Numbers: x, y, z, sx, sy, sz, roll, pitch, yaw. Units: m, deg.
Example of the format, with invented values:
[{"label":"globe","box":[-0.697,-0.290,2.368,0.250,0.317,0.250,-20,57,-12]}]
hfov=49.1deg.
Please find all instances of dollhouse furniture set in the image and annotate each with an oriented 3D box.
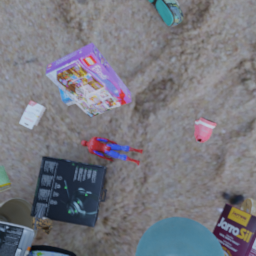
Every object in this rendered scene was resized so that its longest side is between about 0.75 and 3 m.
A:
[{"label":"dollhouse furniture set","box":[-3.421,1.329,6.815,1.013,0.508,0.664,-22,80,-31]}]

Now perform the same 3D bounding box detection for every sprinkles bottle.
[{"label":"sprinkles bottle","box":[5.418,3.383,9.821,2.783,0.950,0.950,21,85,2]}]

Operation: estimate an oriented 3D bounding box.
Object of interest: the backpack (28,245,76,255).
[{"label":"backpack","box":[-2.069,4.280,7.462,1.808,2.217,1.704,23,121,-18]}]

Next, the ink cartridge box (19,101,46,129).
[{"label":"ink cartridge box","box":[-3.593,-0.463,10.515,0.559,0.324,0.960,26,84,2]}]

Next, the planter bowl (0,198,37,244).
[{"label":"planter bowl","box":[-4.152,3.384,9.608,1.162,1.726,1.726,-22,84,27]}]

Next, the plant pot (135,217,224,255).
[{"label":"plant pot","box":[1.142,3.353,6.465,2.284,1.538,2.284,-2,81,13]}]

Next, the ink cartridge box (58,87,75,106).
[{"label":"ink cartridge box","box":[-1.682,-1.342,10.233,1.434,1.041,0.600,-15,85,-1]}]

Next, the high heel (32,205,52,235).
[{"label":"high heel","box":[-2.620,3.035,8.435,0.427,0.853,1.196,-2,119,3]}]

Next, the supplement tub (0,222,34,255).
[{"label":"supplement tub","box":[-3.304,3.543,7.287,1.184,1.184,1.932,11,63,1]}]

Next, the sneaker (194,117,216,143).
[{"label":"sneaker","box":[1.789,0.099,6.909,0.480,1.303,0.565,24,89,12]}]

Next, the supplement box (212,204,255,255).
[{"label":"supplement box","box":[3.000,3.548,7.803,1.028,1.325,2.400,32,81,-25]}]

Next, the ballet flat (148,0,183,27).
[{"label":"ballet flat","box":[1.294,-5.035,10.798,0.938,0.938,2.527,-29,87,-3]}]

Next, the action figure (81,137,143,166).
[{"label":"action figure","box":[-0.642,0.821,10.286,2.288,0.591,0.749,15,79,6]}]

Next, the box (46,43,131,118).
[{"label":"box","box":[-1.100,-1.305,8.410,1.554,2.272,0.444,-19,51,20]}]

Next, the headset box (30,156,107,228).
[{"label":"headset box","box":[-1.940,2.199,9.867,2.359,1.094,2.054,9,84,1]}]
